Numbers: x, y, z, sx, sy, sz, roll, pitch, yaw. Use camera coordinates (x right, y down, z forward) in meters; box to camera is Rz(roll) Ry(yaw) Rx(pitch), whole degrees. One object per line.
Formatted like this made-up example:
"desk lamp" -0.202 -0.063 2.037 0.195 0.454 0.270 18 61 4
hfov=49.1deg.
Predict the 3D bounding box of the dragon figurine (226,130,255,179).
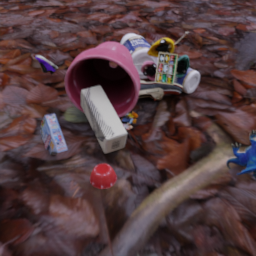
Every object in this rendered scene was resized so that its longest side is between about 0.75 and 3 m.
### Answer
"dragon figurine" 2.983 0.827 6.629 0.673 2.286 1.137 14 54 -19

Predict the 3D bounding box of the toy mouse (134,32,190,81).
"toy mouse" 1.421 -2.383 10.658 2.518 2.238 0.487 -15 45 24

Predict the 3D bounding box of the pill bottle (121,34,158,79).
"pill bottle" 0.398 -3.351 12.675 1.362 1.362 2.453 -9 40 -11

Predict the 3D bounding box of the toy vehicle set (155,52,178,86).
"toy vehicle set" 1.335 -2.061 9.803 0.666 1.072 0.142 8 1 6

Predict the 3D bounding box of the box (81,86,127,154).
"box" -0.805 -0.294 8.787 0.708 0.851 2.071 -18 58 -21

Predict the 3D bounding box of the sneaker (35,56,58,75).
"sneaker" -3.521 -2.611 11.865 0.378 1.087 0.541 39 96 44

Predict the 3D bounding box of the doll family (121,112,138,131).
"doll family" 0.053 -0.300 9.623 0.515 0.374 0.830 9 45 18

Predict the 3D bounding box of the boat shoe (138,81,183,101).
"boat shoe" 0.958 -1.399 10.816 2.271 0.808 0.710 3 80 0

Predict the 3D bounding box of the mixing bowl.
"mixing bowl" -0.696 1.265 7.712 0.751 0.407 0.751 0 40 0

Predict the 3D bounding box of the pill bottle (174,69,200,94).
"pill bottle" 1.994 -2.137 11.522 0.940 0.940 1.693 -31 48 -33

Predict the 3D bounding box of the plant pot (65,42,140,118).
"plant pot" -0.730 -1.849 9.748 2.418 2.418 2.164 4 39 6

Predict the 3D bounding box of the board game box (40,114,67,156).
"board game box" -2.208 0.349 8.173 0.339 1.100 1.099 -15 67 -38
